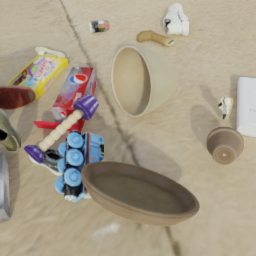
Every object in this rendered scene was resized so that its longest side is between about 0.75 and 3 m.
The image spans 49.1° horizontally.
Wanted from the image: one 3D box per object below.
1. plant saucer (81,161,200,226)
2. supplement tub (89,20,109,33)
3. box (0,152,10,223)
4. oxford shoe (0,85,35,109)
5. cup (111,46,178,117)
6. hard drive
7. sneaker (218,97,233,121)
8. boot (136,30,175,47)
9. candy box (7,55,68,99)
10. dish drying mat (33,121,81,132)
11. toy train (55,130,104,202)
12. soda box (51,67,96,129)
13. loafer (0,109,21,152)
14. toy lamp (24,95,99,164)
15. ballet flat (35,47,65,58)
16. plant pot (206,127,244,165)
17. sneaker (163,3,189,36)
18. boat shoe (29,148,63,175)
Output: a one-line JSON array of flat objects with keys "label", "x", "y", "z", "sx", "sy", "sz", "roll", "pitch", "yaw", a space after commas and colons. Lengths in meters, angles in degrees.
[{"label": "plant saucer", "x": 0.211, "y": 1.290, "z": 5.731, "sx": 2.465, "sy": 0.363, "sz": 2.465, "roll": 15, "pitch": 9, "yaw": -2}, {"label": "supplement tub", "x": -1.384, "y": -4.893, "z": 13.448, "sx": 0.895, "sy": 0.548, "sz": 0.548, "roll": -13, "pitch": 43, "yaw": -15}, {"label": "box", "x": -3.480, "y": 1.445, "z": 6.342, "sx": 1.407, "sy": 0.429, "sz": 1.777, "roll": -13, "pitch": 43, "yaw": -15}, {"label": "oxford shoe", "x": -4.145, "y": -1.122, "z": 8.976, "sx": 2.333, "sy": 0.822, "sz": 0.873, "roll": -4, "pitch": 39, "yaw": -5}, {"label": "cup", "x": 0.646, "y": -1.479, "z": 8.617, "sx": 1.493, "sy": 2.088, "sz": 2.088, "roll": -13, "pitch": 42, "yaw": -32}, {"label": "hard drive", "x": 4.373, "y": -0.645, "z": 8.767, "sx": 1.803, "sy": 0.365, "sz": 2.733, "roll": 11, "pitch": 43, "yaw": 13}, {"label": "sneaker", "x": 2.806, "y": -0.576, "z": 8.139, "sx": 0.365, "sy": 0.832, "sz": 0.315, "roll": 18, "pitch": 51, "yaw": 23}, {"label": "boot", "x": 1.225, "y": -3.967, "z": 12.488, "sx": 1.347, "sy": 0.445, "sz": 1.179, "roll": 34, "pitch": 52, "yaw": 31}, {"label": "candy box", "x": -3.291, "y": -1.929, "z": 10.255, "sx": 1.269, "sy": 0.328, "sz": 2.483, "roll": 12, "pitch": 43, "yaw": 9}, {"label": "dish drying mat", "x": -2.007, "y": -0.058, "z": 8.015, "sx": 1.265, "sy": 0.486, "sz": 0.115, "roll": 5, "pitch": 72, "yaw": 3}, {"label": "toy train", "x": -1.092, "y": 0.869, "z": 6.564, "sx": 0.999, "sy": 0.758, "sz": 1.749, "roll": 18, "pitch": 50, "yaw": -29}, {"label": "soda box", "x": -1.629, "y": -1.029, "z": 8.903, "sx": 0.830, "sy": 0.751, "sz": 2.370, "roll": 3, "pitch": 42, "yaw": 5}, {"label": "loafer", "x": -3.060, "y": 0.168, "z": 6.796, "sx": 0.553, "sy": 1.471, "sz": 0.512, "roll": -1, "pitch": 50, "yaw": 6}, {"label": "toy lamp", "x": -1.564, "y": -0.038, "z": 6.954, "sx": 0.624, "sy": 0.624, "sz": 2.144, "roll": 30, "pitch": 63, "yaw": 30}, {"label": "ballet flat", "x": -3.245, "y": -2.963, "z": 11.373, "sx": 1.377, "sy": 0.478, "sz": 0.478, "roll": 15, "pitch": 43, "yaw": 15}, {"label": "plant pot", "x": 2.325, "y": 0.509, "z": 6.747, "sx": 0.893, "sy": 0.893, "sz": 0.779, "roll": 13, "pitch": 25, "yaw": 14}, {"label": "sneaker", "x": 2.192, "y": -5.333, "z": 13.716, "sx": 1.076, "sy": 0.997, "sz": 2.654, "roll": -9, "pitch": 41, "yaw": 2}, {"label": "boat shoe", "x": -2.075, "y": 0.690, "z": 7.101, "sx": 1.240, "sy": 0.563, "sz": 0.439, "roll": 24, "pitch": 47, "yaw": 24}]
